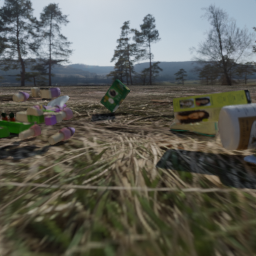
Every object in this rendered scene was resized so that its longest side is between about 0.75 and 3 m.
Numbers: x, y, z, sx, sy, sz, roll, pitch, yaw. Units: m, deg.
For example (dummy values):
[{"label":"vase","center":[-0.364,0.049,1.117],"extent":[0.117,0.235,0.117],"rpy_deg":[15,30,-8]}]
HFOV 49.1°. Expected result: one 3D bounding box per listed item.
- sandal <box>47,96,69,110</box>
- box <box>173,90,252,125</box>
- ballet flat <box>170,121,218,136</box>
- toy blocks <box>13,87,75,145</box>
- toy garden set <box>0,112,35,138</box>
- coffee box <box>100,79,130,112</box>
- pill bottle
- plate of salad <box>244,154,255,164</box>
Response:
[{"label":"sandal","center":[-2.705,-0.765,10.712],"extent":[0.780,0.471,1.918],"rpy_deg":[-14,22,7]},{"label":"box","center":[1.680,-0.398,5.699],"extent":[1.474,0.369,0.555],"rpy_deg":[-7,-31,13]},{"label":"ballet flat","center":[1.616,-0.107,6.982],"extent":[0.467,0.467,1.344],"rpy_deg":[-10,14,-44]},{"label":"toy blocks","center":[-1.725,-0.381,6.170],"extent":[1.140,1.220,1.027],"rpy_deg":[6,21,27]},{"label":"toy garden set","center":[-4.085,-0.096,6.584],"extent":[2.325,0.557,2.789],"rpy_deg":[6,12,31]},{"label":"coffee box","center":[-0.497,-1.223,10.769],"extent":[0.688,1.119,0.246],"rpy_deg":[41,18,15]},{"label":"pill bottle","center":[2.404,-0.045,4.967],"extent":[1.400,0.800,0.800],"rpy_deg":[-5,10,3]},{"label":"plate of salad","center":[2.448,0.380,4.207],"extent":[1.330,0.319,1.330],"rpy_deg":[-7,1,0]}]
